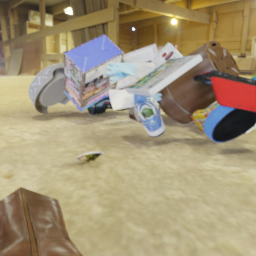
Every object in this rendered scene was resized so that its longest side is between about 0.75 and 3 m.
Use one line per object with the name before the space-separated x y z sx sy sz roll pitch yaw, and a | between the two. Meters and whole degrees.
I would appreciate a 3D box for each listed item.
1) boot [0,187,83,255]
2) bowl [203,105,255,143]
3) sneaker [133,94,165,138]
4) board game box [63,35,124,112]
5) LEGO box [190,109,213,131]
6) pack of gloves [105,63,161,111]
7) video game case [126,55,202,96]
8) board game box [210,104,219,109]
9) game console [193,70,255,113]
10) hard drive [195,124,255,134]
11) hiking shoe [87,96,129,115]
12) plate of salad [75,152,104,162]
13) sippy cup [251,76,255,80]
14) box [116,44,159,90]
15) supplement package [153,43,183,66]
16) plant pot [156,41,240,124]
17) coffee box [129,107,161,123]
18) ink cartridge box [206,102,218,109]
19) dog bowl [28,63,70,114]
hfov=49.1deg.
boot | -1.742 1.482 3.535 2.210 0.761 2.371 7 12 -30
bowl | 3.251 -0.252 8.569 1.910 1.910 0.375 -6 49 -23
sneaker | 0.645 -0.670 9.341 0.799 0.813 2.112 -27 46 3
board game box | -1.519 -2.260 11.880 2.051 2.573 1.246 -34 72 -27
LEGO box | 2.826 -0.272 10.066 0.381 0.735 0.987 -43 13 -16
pack of gloves | 0.291 -1.660 10.348 2.196 1.845 0.433 -7 -15 -27
video game case | 0.995 -1.555 8.338 1.877 0.207 1.711 -36 20 -12
board game box | 4.806 -1.065 14.601 2.808 0.421 1.341 3 15 21
game console | 2.859 -0.943 7.904 1.725 1.024 1.486 9 -3 -18
hard drive | 3.989 -0.241 11.268 2.111 0.282 1.393 14 25 42
hiking shoe | -0.739 -1.442 13.556 2.637 1.143 0.981 -9 -20 -14
plate of salad | -0.971 0.765 7.087 0.761 0.183 0.761 -14 -15 -4
sippy cup | 4.629 -0.940 10.148 1.550 1.661 2.115 -30 -11 -28
box | 0.340 -2.867 13.512 2.540 1.482 0.764 -20 2 4
supplement package | 1.517 -2.568 10.453 0.799 0.835 0.614 41 15 -15
plant pot | 2.753 -1.840 11.061 2.649 2.649 2.623 -14 -12 -44
coffee box | 0.688 -0.736 12.080 0.666 0.955 1.671 -5 14 -26
ink cartridge box | 3.499 -1.625 12.660 0.825 1.514 0.381 -29 -23 11
dog bowl | -3.358 -1.827 12.762 0.756 2.579 2.579 46 31 14
